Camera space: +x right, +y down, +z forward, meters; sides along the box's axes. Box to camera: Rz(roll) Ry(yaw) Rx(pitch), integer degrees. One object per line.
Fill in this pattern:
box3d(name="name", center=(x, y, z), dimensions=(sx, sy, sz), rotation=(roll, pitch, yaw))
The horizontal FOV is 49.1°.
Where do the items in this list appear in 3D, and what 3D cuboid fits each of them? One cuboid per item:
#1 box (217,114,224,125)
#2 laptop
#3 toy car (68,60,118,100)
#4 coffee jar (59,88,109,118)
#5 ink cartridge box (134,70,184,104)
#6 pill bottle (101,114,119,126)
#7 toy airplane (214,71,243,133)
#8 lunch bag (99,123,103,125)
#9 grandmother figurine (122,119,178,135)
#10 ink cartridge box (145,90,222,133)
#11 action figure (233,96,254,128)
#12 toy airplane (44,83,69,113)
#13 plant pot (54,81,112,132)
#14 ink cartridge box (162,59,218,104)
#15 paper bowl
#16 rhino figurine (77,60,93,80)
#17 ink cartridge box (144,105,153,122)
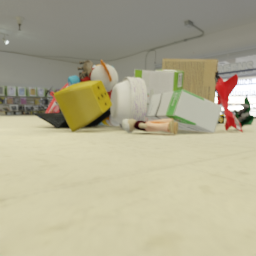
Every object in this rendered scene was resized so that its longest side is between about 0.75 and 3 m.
box3d(name="box", center=(3.339, -0.402, 13.770), dimensions=(1.715, 0.530, 2.148), rotation=(-1, 1, -43))
box3d(name="laptop", center=(-2.201, -0.720, 11.838), dimensions=(2.565, 1.324, 2.273), rotation=(26, 17, 33))
box3d(name="toy car", center=(-1.093, -1.994, 11.198), dimensions=(2.061, 1.977, 2.236), rotation=(-20, -18, -24))
box3d(name="coffee jar", center=(-1.885, -1.103, 12.566), dimensions=(2.262, 1.179, 0.965), rotation=(5, -24, 2))
box3d(name="ink cartridge box", center=(1.154, -1.607, 10.985), dimensions=(1.836, 1.357, 0.696), rotation=(12, 19, 31))
box3d(name="pill bottle", center=(-0.697, -0.443, 13.101), dimensions=(0.709, 0.709, 1.277), rotation=(-2, 4, -37))
box3d(name="toy airplane", center=(3.183, -0.823, 9.155), dimensions=(0.403, 2.188, 2.188), rotation=(-15, 4, -1))
box3d(name="lunch bag", center=(-1.165, -0.504, 14.438), dimensions=(1.151, 0.590, 1.431), rotation=(-8, 6, -19))
box3d(name="grandmother figurine", center=(0.596, -0.056, 8.327), dimensions=(1.709, 0.518, 1.037), rotation=(4, -15, 28))
box3d(name="ink cartridge box", center=(1.703, -0.514, 9.137), dimensions=(1.528, 0.880, 2.094), rotation=(20, -5, -20))
box3d(name="action figure", center=(3.936, -0.353, 9.877), dimensions=(0.479, 1.034, 1.751), rotation=(2, -15, 9))
box3d(name="toy airplane", center=(-2.948, -1.142, 13.639), dimensions=(2.351, 2.351, 0.432), rotation=(-1, -8, -18))
box3d(name="plant pot", center=(-1.343, -0.852, 9.154), dimensions=(1.205, 1.366, 1.366), rotation=(-19, 14, 23))
box3d(name="ink cartridge box", center=(2.490, -1.448, 11.828), dimensions=(2.274, 2.760, 1.037), rotation=(5, -1, 10))
box3d(name="paper bowl", center=(-0.059, -0.895, 10.226), dimensions=(0.990, 1.903, 1.903), rotation=(2, 3, -17))
box3d(name="rhino figurine", center=(-1.679, -2.260, 10.991), dimensions=(0.562, 0.384, 1.284), rotation=(-8, 40, 6))
box3d(name="ink cartridge box", center=(0.608, -0.489, 11.572), dimensions=(1.657, 0.954, 0.562), rotation=(5, 5, 31))
